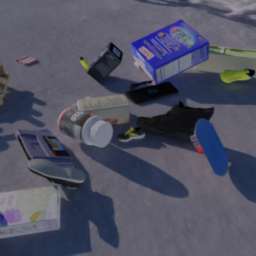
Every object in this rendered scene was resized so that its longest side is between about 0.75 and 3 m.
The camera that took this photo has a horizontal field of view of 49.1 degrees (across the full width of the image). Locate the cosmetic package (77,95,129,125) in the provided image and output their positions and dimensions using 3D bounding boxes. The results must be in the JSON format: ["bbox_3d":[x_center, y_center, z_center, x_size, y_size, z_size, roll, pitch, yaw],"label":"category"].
[{"bbox_3d":[-0.870,-0.586,9.863,1.713,0.747,0.885,-7,37,-11],"label":"cosmetic package"}]

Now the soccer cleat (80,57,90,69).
[{"bbox_3d":[-2.082,-3.108,13.425,0.284,0.367,0.877,-27,51,-20],"label":"soccer cleat"}]

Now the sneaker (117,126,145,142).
[{"bbox_3d":[0.079,0.156,9.123,0.956,0.405,0.356,-12,37,-16],"label":"sneaker"}]

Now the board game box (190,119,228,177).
[{"bbox_3d":[2.265,0.572,7.943,0.329,1.688,1.334,-26,2,38],"label":"board game box"}]

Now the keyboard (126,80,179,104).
[{"bbox_3d":[0.890,-1.581,11.716,2.161,0.223,1.373,-16,45,-22],"label":"keyboard"}]

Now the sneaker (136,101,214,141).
[{"bbox_3d":[1.464,-0.352,9.041,2.342,1.221,0.703,18,21,19],"label":"sneaker"}]

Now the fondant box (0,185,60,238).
[{"bbox_3d":[-2.352,1.952,6.614,1.419,0.413,1.024,-7,36,-8],"label":"fondant box"}]

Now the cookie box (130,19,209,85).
[{"bbox_3d":[1.845,-3.503,12.760,2.763,1.038,2.364,-26,51,-6],"label":"cookie box"}]

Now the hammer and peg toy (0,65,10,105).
[{"bbox_3d":[-5.749,-1.415,10.794,2.161,1.036,2.938,-6,36,-11],"label":"hammer and peg toy"}]

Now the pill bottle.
[{"bbox_3d":[-1.300,-0.006,8.524,1.583,0.902,0.902,18,39,33],"label":"pill bottle"}]

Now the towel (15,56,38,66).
[{"bbox_3d":[-5.265,-3.488,14.453,1.027,0.117,0.740,26,42,31],"label":"towel"}]

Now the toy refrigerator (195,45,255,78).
[{"bbox_3d":[4.793,-3.244,13.325,2.928,1.025,1.112,11,37,15],"label":"toy refrigerator"}]

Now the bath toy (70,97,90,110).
[{"bbox_3d":[-1.790,-0.865,10.609,0.402,0.342,0.925,24,43,29],"label":"bath toy"}]

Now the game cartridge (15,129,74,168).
[{"bbox_3d":[-2.434,0.621,8.130,1.201,0.356,1.853,3,28,-40],"label":"game cartridge"}]

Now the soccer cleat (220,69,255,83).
[{"bbox_3d":[4.707,-2.319,12.014,1.815,0.587,0.759,-8,-10,-30],"label":"soccer cleat"}]

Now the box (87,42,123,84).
[{"bbox_3d":[-1.014,-2.864,12.346,0.784,1.465,1.087,38,29,-22],"label":"box"}]

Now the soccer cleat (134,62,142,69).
[{"bbox_3d":[0.862,-3.341,13.972,0.571,0.460,1.340,31,50,29],"label":"soccer cleat"}]

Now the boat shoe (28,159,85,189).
[{"bbox_3d":[-1.844,1.198,7.110,1.485,0.448,0.549,18,30,-28],"label":"boat shoe"}]
